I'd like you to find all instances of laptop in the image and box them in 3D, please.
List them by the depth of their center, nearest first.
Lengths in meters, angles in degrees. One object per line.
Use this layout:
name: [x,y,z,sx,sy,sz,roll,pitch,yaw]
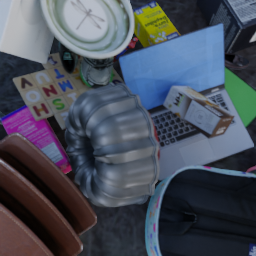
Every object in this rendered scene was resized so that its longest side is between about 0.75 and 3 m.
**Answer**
laptop: [1.576,-0.582,7.194,2.802,1.734,2.992,-19,72,-3]

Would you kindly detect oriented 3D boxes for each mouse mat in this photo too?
mouse mat: [2.698,-0.594,8.110,2.282,0.086,1.836,-43,75,-11]

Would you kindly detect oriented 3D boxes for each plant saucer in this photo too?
plant saucer: [-0.983,-2.713,6.740,2.343,0.588,2.343,6,78,-29]

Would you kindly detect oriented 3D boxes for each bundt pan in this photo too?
bundt pan: [-0.579,0.441,6.055,1.046,2.786,2.786,-11,69,-30]

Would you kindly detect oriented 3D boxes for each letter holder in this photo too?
letter holder: [-2.139,1.798,5.725,2.046,1.448,2.879,-37,106,2]

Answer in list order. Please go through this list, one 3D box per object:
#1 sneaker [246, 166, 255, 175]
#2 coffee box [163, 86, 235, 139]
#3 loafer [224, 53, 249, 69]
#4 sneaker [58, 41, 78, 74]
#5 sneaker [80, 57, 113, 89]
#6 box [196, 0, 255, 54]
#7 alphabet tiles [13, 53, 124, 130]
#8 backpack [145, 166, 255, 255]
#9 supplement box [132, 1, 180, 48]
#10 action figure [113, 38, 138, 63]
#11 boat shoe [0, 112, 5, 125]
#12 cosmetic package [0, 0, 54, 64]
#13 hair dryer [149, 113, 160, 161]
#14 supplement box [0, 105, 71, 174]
sneaker: [3.855,0.827,7.433,1.884,0.694,0.817,-18,59,-10]
coffee box: [1.781,-0.443,7.134,0.874,0.610,1.529,-10,41,-46]
loafer: [3.114,-2.057,8.483,1.131,0.356,0.407,9,71,3]
sneaker: [-1.525,-2.148,7.277,0.592,1.570,0.622,-3,37,-5]
sneaker: [-0.838,-2.180,7.823,0.940,1.027,2.410,3,69,-12]
box: [3.651,-3.752,8.515,2.232,1.376,2.214,-19,72,-7]
alphabet tiles: [-1.515,-1.219,7.769,2.829,0.107,2.364,-24,69,-30]
backpack: [1.804,2.139,6.056,2.854,2.148,2.533,12,71,-8]
supplement box: [0.810,-2.932,8.532,0.813,0.818,1.493,-28,74,-10]
action figure: [-0.242,-2.356,8.117,1.121,0.555,0.366,-27,44,33]
boat shoe: [-3.723,-0.377,7.828,0.919,0.295,0.339,33,66,5]
cosmetic package: [-2.667,-2.906,6.562,1.394,2.268,2.260,20,98,7]
hair dryer: [0.441,0.306,6.823,0.639,1.790,2.350,-3,28,5]
supplement box: [-2.339,0.441,7.304,0.982,0.961,1.900,-30,74,-9]
